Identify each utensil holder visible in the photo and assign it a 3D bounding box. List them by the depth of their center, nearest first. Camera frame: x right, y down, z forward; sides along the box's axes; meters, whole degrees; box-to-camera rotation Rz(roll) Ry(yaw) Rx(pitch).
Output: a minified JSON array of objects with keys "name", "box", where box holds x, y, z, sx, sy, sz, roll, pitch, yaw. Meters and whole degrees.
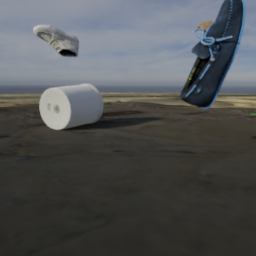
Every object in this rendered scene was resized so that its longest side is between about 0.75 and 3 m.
[{"name":"utensil holder","box":[-2.305,-0.888,11.603,1.767,1.767,2.080,5,13,28]}]

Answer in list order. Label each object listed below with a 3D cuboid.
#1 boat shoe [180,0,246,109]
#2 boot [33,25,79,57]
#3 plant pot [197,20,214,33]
[{"name":"boat shoe","box":[2.021,-1.785,6.902,0.949,2.764,1.163,11,19,-7]},{"name":"boot","box":[-2.970,-3.580,11.732,1.952,0.933,0.718,9,-30,-28]},{"name":"plant pot","box":[3.246,-3.943,11.059,0.960,0.443,0.960,28,19,-10]}]
